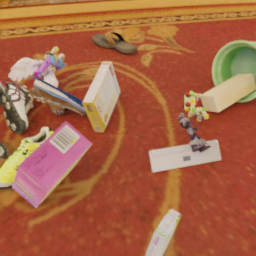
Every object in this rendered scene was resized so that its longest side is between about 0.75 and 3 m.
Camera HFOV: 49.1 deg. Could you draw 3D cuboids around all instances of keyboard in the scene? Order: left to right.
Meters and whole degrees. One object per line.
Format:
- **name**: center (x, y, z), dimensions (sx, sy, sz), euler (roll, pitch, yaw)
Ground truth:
- **keyboard**: center (1.757, 0.845, 8.496), dimensions (2.276, 0.641, 0.121), euler (-8, 0, -13)

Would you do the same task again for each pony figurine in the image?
- **pony figurine**: center (-3.419, -2.388, 11.380), dimensions (1.858, 2.154, 2.231), euler (37, 9, -14)

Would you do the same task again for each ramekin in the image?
- **ramekin**: center (4.610, -2.255, 11.000), dimensions (1.144, 2.342, 2.342), euler (-18, 42, -35)

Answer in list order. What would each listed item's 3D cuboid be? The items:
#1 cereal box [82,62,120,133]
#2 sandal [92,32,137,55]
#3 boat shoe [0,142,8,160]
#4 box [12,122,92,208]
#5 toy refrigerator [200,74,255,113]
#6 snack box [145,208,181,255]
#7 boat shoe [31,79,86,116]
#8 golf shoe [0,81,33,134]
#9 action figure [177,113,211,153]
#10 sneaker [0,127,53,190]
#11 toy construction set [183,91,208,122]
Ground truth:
- **cereal box**: center (-0.873, -1.086, 9.781), dimensions (0.410, 1.492, 2.074), euler (5, 51, 18)
- **sandal**: center (-0.733, -4.724, 15.180), dimensions (2.902, 0.792, 1.186), euler (30, 48, 32)
- **boat shoe**: center (-4.024, 0.650, 8.700), dimensions (0.369, 0.312, 1.036), euler (-43, 45, -9)
- **box**: center (-1.962, 0.969, 7.088), dimensions (0.879, 1.819, 1.600), euler (41, 54, -1)
- **toy refrigerator**: center (3.841, -1.325, 10.705), dimensions (2.040, 0.714, 0.775), euler (-29, 20, -19)
- **snack box**: center (0.668, 2.289, 5.687), dimensions (0.293, 1.105, 0.786), euler (27, 31, 21)
- **boat shoe**: center (-2.543, -0.952, 10.450), dimensions (2.298, 0.832, 0.830), euler (29, 11, 6)
- **golf shoe**: center (-4.027, -0.910, 10.303), dimensions (1.254, 1.099, 2.848), euler (-8, 43, -34)
- **action figure**: center (1.915, 0.089, 8.529), dimensions (0.903, 0.482, 1.388), euler (20, 39, -53)
- **sneaker**: center (-3.037, 0.818, 8.159), dimensions (0.879, 0.891, 2.332), euler (16, 44, 31)
- **toy construction set**: center (2.336, -0.835, 9.773), dimensions (0.821, 0.577, 1.252), euler (8, 51, -6)
